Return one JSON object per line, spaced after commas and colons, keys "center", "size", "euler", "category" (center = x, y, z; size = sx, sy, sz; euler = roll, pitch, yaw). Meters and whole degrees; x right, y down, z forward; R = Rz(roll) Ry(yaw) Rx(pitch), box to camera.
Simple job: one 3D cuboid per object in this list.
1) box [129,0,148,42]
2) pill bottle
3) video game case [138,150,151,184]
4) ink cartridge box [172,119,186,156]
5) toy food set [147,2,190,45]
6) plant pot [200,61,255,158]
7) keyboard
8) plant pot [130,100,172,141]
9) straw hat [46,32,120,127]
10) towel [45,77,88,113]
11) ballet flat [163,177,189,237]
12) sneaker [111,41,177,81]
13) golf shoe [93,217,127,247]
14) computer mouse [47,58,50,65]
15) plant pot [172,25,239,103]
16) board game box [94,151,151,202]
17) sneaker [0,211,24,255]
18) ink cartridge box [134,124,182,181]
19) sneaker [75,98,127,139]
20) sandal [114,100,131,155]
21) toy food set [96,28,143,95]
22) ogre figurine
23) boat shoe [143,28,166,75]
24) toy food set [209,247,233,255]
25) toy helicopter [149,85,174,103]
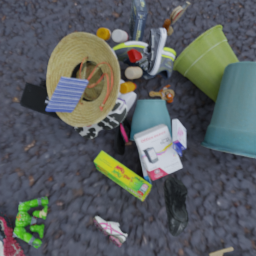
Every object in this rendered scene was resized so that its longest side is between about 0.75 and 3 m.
{"center": [0.326, -3.839, 9.890], "size": [0.394, 1.216, 1.543], "euler": [1, 45, -8], "category": "box"}
{"center": [-0.908, -1.441, 10.288], "size": [2.292, 1.287, 1.287], "euler": [35, 71, 12], "category": "pill bottle"}
{"center": [0.502, 1.046, 9.254], "size": [0.131, 1.052, 1.470], "euler": [-14, 64, 5], "category": "video game case"}
{"center": [1.446, 0.293, 7.886], "size": [0.182, 0.827, 0.842], "euler": [-9, 66, 25], "category": "ink cartridge box"}
{"center": [1.379, -3.456, 9.662], "size": [0.290, 1.843, 1.172], "euler": [48, 44, 4], "category": "toy food set"}
{"center": [3.736, -0.513, 8.457], "size": [2.649, 2.649, 2.595], "euler": [8, 94, 4], "category": "plant pot"}
{"center": [-2.830, -1.076, 10.718], "size": [2.447, 0.485, 1.273], "euler": [19, 91, 7], "category": "keyboard"}
{"center": [0.765, -0.268, 9.386], "size": [1.421, 1.421, 1.335], "euler": [0, 92, 0], "category": "plant pot"}
{"center": [-1.082, -1.424, 8.723], "size": [2.980, 1.261, 2.980], "euler": [5, 99, 35], "category": "straw hat"}
{"center": [-1.760, -0.920, 8.003], "size": [0.907, 1.253, 0.149], "euler": [-1, 46, -45], "category": "towel"}
{"center": [1.226, 1.988, 7.572], "size": [0.723, 2.175, 0.618], "euler": [21, 112, 1], "category": "ballet flat"}
{"center": [0.505, -2.246, 9.577], "size": [2.690, 0.994, 1.089], "euler": [0, 87, -24], "category": "sneaker"}
{"center": [-0.571, 3.154, 8.797], "size": [1.182, 0.429, 0.544], "euler": [39, 58, 8], "category": "golf shoe"}
{"center": [-2.220, -2.201, 9.442], "size": [1.071, 0.741, 0.282], "euler": [-8, 32, -31], "category": "computer mouse"}
{"center": [3.184, -2.125, 10.277], "size": [2.285, 2.285, 2.170], "euler": [-36, 82, -14], "category": "plant pot"}
{"center": [-0.180, 1.590, 9.134], "size": [1.924, 0.977, 0.458], "euler": [33, 71, 13], "category": "board game box"}
{"center": [-3.790, 3.654, 8.382], "size": [0.825, 0.891, 2.209], "euler": [-34, 65, 8], "category": "sneaker"}
{"center": [0.862, 0.700, 8.192], "size": [0.995, 0.577, 1.349], "euler": [-23, 101, -4], "category": "ink cartridge box"}
{"center": [-0.947, -0.498, 9.326], "size": [0.988, 2.450, 1.022], "euler": [37, 52, -25], "category": "sneaker"}
{"center": [-0.135, 0.040, 9.466], "size": [0.444, 0.740, 1.971], "euler": [8, 108, 17], "category": "sandal"}
{"center": [-0.126, -2.059, 8.289], "size": [0.947, 0.893, 1.984], "euler": [-24, 93, 23], "category": "toy food set"}
{"center": [-3.050, 2.907, 8.747], "size": [0.891, 0.729, 1.486], "euler": [9, 79, -14], "category": "ogre figurine"}
{"center": [0.704, -2.253, 8.410], "size": [0.522, 1.540, 0.552], "euler": [-3, 52, -14], "category": "boat shoe"}
{"center": [2.986, 4.481, 8.297], "size": [1.056, 0.262, 1.661], "euler": [-14, 75, -6], "category": "toy food set"}
{"center": [1.293, -1.330, 10.772], "size": [0.949, 0.374, 0.628], "euler": [2, 69, 10], "category": "toy helicopter"}
